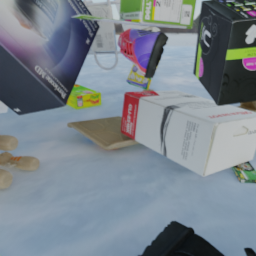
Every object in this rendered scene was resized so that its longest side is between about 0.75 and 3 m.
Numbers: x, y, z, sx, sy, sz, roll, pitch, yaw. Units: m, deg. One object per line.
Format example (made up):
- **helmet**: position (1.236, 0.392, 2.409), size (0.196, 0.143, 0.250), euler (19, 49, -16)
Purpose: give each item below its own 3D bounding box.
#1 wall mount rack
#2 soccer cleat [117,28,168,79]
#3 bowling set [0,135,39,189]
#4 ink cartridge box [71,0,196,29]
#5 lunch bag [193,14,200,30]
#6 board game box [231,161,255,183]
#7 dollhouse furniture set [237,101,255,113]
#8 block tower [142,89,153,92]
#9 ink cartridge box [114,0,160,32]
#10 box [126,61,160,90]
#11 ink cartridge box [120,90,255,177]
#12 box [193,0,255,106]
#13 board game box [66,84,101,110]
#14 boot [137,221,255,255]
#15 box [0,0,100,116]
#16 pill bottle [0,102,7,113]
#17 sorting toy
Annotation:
- **wall mount rack**: position (-0.373, -3.238, 8.908), size (2.295, 2.641, 0.985), euler (3, 33, 17)
- **soccer cleat**: position (0.225, -1.864, 6.577), size (1.082, 1.009, 2.958), euler (20, 18, -6)
- **bowling set**: position (-2.855, 0.451, 5.326), size (1.229, 1.593, 2.289), euler (5, 17, 19)
- **ink cartridge box**: position (0.034, -2.456, 5.493), size (2.126, 0.805, 1.572), euler (0, 20, -17)
- **lunch bag**: position (3.077, -2.809, 7.623), size (1.228, 2.088, 1.713), euler (-45, 3, -9)
- **board game box**: position (2.505, 0.932, 6.023), size (0.444, 0.099, 0.847), euler (4, 20, 3)
- **dollhouse furniture set**: position (3.774, -1.040, 8.910), size (2.230, 1.817, 2.121), euler (-10, 22, -26)
- **block tower**: position (0.713, -1.205, 11.357), size (0.456, 0.488, 1.690), euler (4, 21, 11)
- **ink cartridge box**: position (0.397, -4.034, 9.530), size (1.105, 1.765, 1.134), euler (-4, 21, 44)
- **box**: position (0.524, -1.914, 8.943), size (0.741, 1.263, 0.305), euler (21, -4, 22)
- **ink cartridge box**: position (1.414, -0.070, 6.633), size (1.950, 1.132, 2.703), euler (-8, 22, -38)
- **box**: position (1.711, -1.034, 3.574), size (1.461, 1.085, 0.908), euler (-9, 39, -6)
- **board game box**: position (-2.143, -1.340, 11.638), size (1.126, 0.528, 2.217), euler (-13, 24, -32)
- **boot**: position (0.825, 1.901, 2.237), size (2.115, 0.955, 2.581), euler (17, 25, 32)
- **box**: position (-2.217, -2.117, 5.902), size (1.640, 2.662, 2.640), euler (-6, 54, 32)
- **pill bottle**: position (-5.182, -0.775, 8.937), size (2.316, 1.286, 1.286), euler (-13, 24, -32)
- **sorting toy**: position (-0.104, 0.091, 8.076), size (2.719, 0.364, 2.025), euler (-10, 24, -42)
